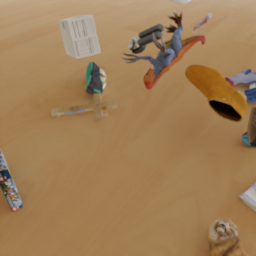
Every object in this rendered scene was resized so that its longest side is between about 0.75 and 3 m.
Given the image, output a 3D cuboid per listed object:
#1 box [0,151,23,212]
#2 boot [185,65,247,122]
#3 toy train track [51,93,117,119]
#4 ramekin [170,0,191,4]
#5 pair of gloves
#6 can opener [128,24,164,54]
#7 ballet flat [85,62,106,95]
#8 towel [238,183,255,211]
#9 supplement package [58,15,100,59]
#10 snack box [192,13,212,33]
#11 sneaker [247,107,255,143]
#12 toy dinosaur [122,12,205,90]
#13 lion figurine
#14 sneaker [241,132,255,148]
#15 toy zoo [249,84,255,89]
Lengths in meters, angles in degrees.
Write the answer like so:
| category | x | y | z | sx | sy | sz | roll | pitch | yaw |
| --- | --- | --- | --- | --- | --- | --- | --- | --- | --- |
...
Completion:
| category | x | y | z | sx | sy | sz | roll | pitch | yaw |
| --- | --- | --- | --- | --- | --- | --- | --- | --- | --- |
| box | -3.714 | 1.379 | 8.336 | 0.359 | 1.300 | 1.904 | -22 | 44 | -25 |
| boot | 2.903 | -1.259 | 9.609 | 2.574 | 0.906 | 1.843 | 33 | 35 | 12 |
| toy train track | -1.804 | -0.713 | 11.697 | 2.717 | 0.442 | 1.558 | -8 | 46 | -1 |
| ramekin | 2.097 | -5.891 | 11.676 | 1.396 | 0.680 | 1.396 | 7 | 53 | -9 |
| pair of gloves | 6.011 | -1.951 | 13.078 | 2.190 | 0.310 | 2.724 | -14 | 42 | -9 |
| can opener | 0.750 | -3.806 | 12.046 | 0.794 | 0.628 | 2.388 | 10 | -7 | -30 |
| ballet flat | -1.536 | -2.293 | 13.319 | 1.014 | 1.014 | 2.775 | -4 | 33 | -4 |
| towel | 4.434 | 2.027 | 8.400 | 1.879 | 0.224 | 1.380 | -26 | 46 | -29 |
| supplement package | -1.828 | -3.391 | 10.349 | 0.943 | 1.324 | 1.700 | -19 | 26 | -18 |
| snack box | 3.138 | -4.463 | 11.939 | 0.138 | 1.134 | 0.408 | 35 | 77 | -10 |
| sneaker | 3.534 | -0.100 | 7.697 | 0.400 | 0.373 | 1.059 | 6 | 73 | 32 |
| toy dinosaur | 1.399 | -2.422 | 9.384 | 2.974 | 1.562 | 2.699 | 13 | 78 | -12 |
| lion figurine | 2.810 | 3.299 | 6.482 | 2.449 | 0.888 | 1.500 | 38 | 43 | 20 |
| sneaker | 4.865 | 0.290 | 10.350 | 1.684 | 0.617 | 0.690 | -2 | 27 | -15 |
| toy zoo | 6.748 | -2.042 | 13.442 | 1.369 | 0.213 | 2.087 | 25 | 46 | 27 |
